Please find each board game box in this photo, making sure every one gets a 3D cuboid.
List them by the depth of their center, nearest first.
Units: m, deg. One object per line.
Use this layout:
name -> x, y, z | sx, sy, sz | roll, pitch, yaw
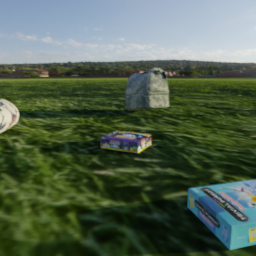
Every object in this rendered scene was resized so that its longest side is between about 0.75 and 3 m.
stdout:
board game box -> 1.766, 1.149, 4.012 | 1.456, 0.342, 1.099 | -3, 13, -15
board game box -> -0.050, 0.364, 7.644 | 1.113, 0.316, 0.920 | 6, 12, 25

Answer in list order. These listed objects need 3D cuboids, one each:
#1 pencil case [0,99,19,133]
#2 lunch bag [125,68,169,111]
pencil case -> -4.419, -0.258, 8.726 | 1.157, 1.006, 2.586 | 24, 11, -6
lunch bag -> 0.850, -1.755, 13.021 | 1.480, 1.781, 2.124 | -8, 6, -30
